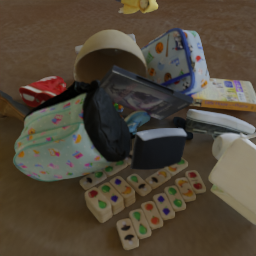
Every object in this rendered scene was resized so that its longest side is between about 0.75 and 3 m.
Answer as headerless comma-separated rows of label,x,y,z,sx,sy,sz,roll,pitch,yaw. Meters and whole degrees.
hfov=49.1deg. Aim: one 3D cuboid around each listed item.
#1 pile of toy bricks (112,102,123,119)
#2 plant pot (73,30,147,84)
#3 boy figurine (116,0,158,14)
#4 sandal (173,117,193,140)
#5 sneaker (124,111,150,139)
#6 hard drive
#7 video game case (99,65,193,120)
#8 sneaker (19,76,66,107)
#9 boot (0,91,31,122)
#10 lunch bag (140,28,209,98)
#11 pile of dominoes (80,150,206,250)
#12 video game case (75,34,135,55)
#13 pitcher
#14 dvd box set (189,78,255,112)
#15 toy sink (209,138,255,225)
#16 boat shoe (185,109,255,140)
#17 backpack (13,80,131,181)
pile of toy bricks,-0.455,-0.551,8.459,0.684,0.608,1.232,11,42,9
plant pot,-0.487,-1.990,8.033,2.024,2.024,1.358,-1,58,-1
boy figurine,0.057,-3.943,8.446,1.787,1.111,0.576,36,33,11
sandal,1.633,-0.060,8.190,0.376,0.239,0.999,-11,42,-12
sneaker,0.098,0.047,7.932,1.413,0.554,0.635,-33,57,-20
hard drive,0.722,0.485,6.265,1.372,0.925,0.290,-4,22,-35
video game case,0.336,-0.848,7.522,2.272,1.623,0.216,18,70,-19
sneaker,-2.207,-1.123,8.912,2.369,0.928,1.368,24,48,24
boot,-3.433,-0.486,8.061,1.907,0.702,0.720,29,89,27
lunch bag,1.168,-1.635,8.203,0.923,1.958,2.444,-6,-6,-36
pile of dominoes,0.371,1.223,6.525,2.724,0.434,2.123,-27,46,-28
video game case,-0.668,-2.506,9.776,1.949,1.776,0.214,-11,76,3
pitcher,2.743,0.436,6.646,1.241,1.065,0.752,13,25,-7
dvd box set,3.050,-1.156,9.308,2.167,0.319,1.585,6,36,6
toy sink,2.390,1.107,5.700,1.609,0.902,1.049,37,80,1
boat shoe,2.491,-0.008,7.760,1.962,0.696,0.707,12,16,-5
backpack,-1.389,0.233,6.456,2.487,2.075,1.574,-14,41,17
